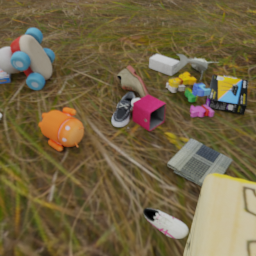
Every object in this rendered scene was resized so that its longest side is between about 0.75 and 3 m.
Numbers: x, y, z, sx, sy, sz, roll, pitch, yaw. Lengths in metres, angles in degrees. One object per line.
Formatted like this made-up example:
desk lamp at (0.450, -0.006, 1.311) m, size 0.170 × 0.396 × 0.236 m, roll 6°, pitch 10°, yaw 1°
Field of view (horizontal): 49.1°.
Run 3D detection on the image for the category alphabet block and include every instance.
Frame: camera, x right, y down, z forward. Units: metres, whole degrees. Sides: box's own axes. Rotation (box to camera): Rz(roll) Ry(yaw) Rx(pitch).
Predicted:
alphabet block at (2.326, 2.942, 4.714) m, size 2.851 × 2.836 × 2.904 m, roll 14°, pitch 34°, yaw 13°

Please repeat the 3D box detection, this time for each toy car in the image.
toy car at (-5.193, -3.080, 13.300) m, size 2.561 × 2.265 × 2.361 m, roll -9°, pitch 48°, yaw 17°

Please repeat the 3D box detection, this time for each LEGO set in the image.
LEGO set at (2.380, -1.585, 11.942) m, size 1.180 × 1.097 × 2.875 m, roll -12°, pitch 39°, yaw -20°

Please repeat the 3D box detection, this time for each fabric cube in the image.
fabric cube at (0.801, -0.595, 10.896) m, size 0.930 × 0.912 × 0.927 m, roll -32°, pitch 49°, yaw -32°

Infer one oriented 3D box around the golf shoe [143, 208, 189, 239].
golf shoe at (0.899, 2.394, 7.024) m, size 1.284 × 0.591 × 0.466 m, roll 11°, pitch 66°, yaw 44°

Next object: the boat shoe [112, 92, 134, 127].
boat shoe at (-0.148, -0.796, 11.341) m, size 0.694 × 0.656 × 1.935 m, roll 14°, pitch 41°, yaw 16°

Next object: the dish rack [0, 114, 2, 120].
dish rack at (-5.832, -0.242, 10.929) m, size 1.278 × 0.324 × 1.489 m, roll 27°, pitch 46°, yaw 28°

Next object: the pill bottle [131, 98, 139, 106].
pill bottle at (0.429, -0.969, 11.373) m, size 0.442 × 0.442 × 0.772 m, roll 21°, pitch 5°, yaw 24°

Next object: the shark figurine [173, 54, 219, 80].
shark figurine at (3.328, -2.831, 13.468) m, size 1.562 × 1.091 × 2.614 m, roll 13°, pitch 12°, yaw 31°

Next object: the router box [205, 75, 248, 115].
router box at (4.352, -1.496, 12.288) m, size 1.598 × 0.547 × 2.142 m, roll 12°, pitch 41°, yaw 15°

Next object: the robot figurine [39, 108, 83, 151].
robot figurine at (-2.319, 0.007, 9.881) m, size 1.815 × 1.058 × 1.305 m, roll 23°, pitch 56°, yaw 29°

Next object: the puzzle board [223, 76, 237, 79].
puzzle board at (4.941, -2.298, 13.668) m, size 0.643 × 0.074 × 0.853 m, roll 14°, pitch 42°, yaw 17°

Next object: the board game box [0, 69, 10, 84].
board game box at (-6.356, -2.525, 13.772) m, size 1.040 × 0.291 × 1.018 m, roll -11°, pitch 40°, yaw -13°

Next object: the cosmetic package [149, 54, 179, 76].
cosmetic package at (1.846, -3.265, 14.440) m, size 1.401 × 0.594 × 0.754 m, roll 27°, pitch 45°, yaw 31°

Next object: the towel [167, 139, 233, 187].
towel at (2.357, 1.188, 9.264) m, size 1.665 × 0.299 × 1.729 m, roll 29°, pitch 45°, yaw 27°

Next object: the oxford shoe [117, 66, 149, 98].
oxford shoe at (0.226, -1.910, 12.781) m, size 0.923 × 0.869 × 2.468 m, roll -30°, pitch 41°, yaw 0°
